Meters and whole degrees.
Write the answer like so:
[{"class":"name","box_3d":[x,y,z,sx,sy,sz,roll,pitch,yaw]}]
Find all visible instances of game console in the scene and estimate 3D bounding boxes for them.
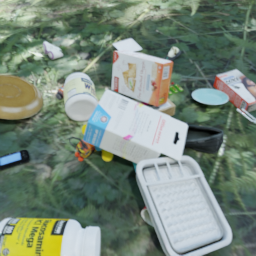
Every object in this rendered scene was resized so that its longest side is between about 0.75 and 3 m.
[{"class":"game console","box_3d":[-4.342,1.132,9.205,2.089,0.252,1.232,-17,48,-16]}]

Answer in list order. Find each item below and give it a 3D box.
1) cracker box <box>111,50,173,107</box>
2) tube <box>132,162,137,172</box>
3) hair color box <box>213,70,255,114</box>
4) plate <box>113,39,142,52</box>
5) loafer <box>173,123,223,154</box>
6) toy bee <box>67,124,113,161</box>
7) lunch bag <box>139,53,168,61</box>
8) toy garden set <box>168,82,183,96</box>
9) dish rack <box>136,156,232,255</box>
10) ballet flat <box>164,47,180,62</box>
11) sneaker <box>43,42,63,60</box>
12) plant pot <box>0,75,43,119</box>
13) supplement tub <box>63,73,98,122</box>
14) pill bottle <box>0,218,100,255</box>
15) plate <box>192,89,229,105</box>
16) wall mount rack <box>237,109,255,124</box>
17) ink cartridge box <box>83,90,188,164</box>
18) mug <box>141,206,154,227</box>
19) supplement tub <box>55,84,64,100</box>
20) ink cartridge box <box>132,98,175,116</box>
[{"class":"cracker box","box_3d":[0.437,-1.912,10.507,2.336,1.565,0.674,24,32,35]},{"class":"tube","box_3d":[0.252,0.650,9.489,0.517,0.795,2.052,-41,43,21]},{"class":"hair color box","box_3d":[4.619,-1.535,11.553,1.106,0.637,1.994,-19,50,-18]},{"class":"plate","box_3d":[-0.050,-4.112,14.361,1.142,0.185,1.144,-23,53,-19]},{"class":"loafer","box_3d":[1.833,0.194,9.608,2.787,0.978,0.946,8,46,8]},{"class":"toy bee","box_3d":[-1.270,0.500,9.327,2.233,1.214,1.462,5,46,-38]},{"class":"lunch bag","box_3d":[0.737,-2.429,12.056,1.582,1.134,1.929,22,53,26]},{"class":"toy garden set","box_3d":[1.742,-1.758,12.075,0.989,0.197,0.824,-21,49,-19]},{"class":"dish rack","box_3d":[1.365,2.045,7.439,2.245,0.569,2.615,-1,54,-34]},{"class":"ballet flat","box_3d":[2.221,-3.661,13.752,0.510,0.510,1.395,24,50,22]},{"class":"sneaker","box_3d":[-3.781,-3.851,14.004,0.705,0.530,1.415,-19,52,-35]},{"class":"plant pot","box_3d":[-4.641,-1.330,10.835,2.682,0.368,2.682,16,38,-12]},{"class":"supplement tub","box_3d":[-1.853,-1.218,10.792,1.229,1.229,1.695,-9,47,-9]},{"class":"pill bottle","box_3d":[-1.902,2.883,6.732,2.362,1.328,1.328,1,46,1]},{"class":"plate","box_3d":[3.327,-1.220,11.413,1.447,0.185,1.447,0,33,0]},{"class":"wall mount rack","box_3d":[4.453,-0.416,9.666,1.192,0.512,1.372,2,4,33]},{"class":"ink cartridge box","box_3d":[0.264,0.135,8.590,2.819,0.956,1.623,23,47,0]},{"class":"mug","box_3d":[0.959,1.998,7.835,0.803,1.069,1.204,11,41,26]},{"class":"supplement tub","box_3d":[-2.705,-1.517,11.691,0.414,0.414,0.774,18,48,17]},{"class":"ink cartridge box","box_3d":[0.940,-0.787,10.891,1.389,0.522,1.145,-22,50,-20]}]
